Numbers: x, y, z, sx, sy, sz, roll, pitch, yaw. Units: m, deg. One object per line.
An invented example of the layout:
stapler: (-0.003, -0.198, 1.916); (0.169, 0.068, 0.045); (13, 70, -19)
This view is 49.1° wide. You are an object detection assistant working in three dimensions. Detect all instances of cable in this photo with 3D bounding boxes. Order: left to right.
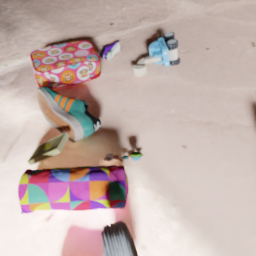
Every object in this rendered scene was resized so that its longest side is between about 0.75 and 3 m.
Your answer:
cable: (-0.072, 2.691, 5.526); (0.562, 1.625, 1.625); (-17, 16, -3)

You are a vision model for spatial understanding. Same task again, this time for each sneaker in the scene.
sneaker: (-2.109, -0.589, 9.710); (1.184, 1.058, 2.964); (-22, 48, -36)
sneaker: (-0.878, -3.667, 13.093); (0.675, 0.472, 1.357); (17, 48, 18)

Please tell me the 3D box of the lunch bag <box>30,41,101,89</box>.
lunch bag: (-2.669, -2.802, 11.754); (2.730, 1.119, 2.405); (-15, 47, -15)

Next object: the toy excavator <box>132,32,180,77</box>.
toy excavator: (1.183, -3.092, 12.279); (2.150, 1.074, 2.091); (-13, 43, 5)

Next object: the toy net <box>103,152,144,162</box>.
toy net: (-0.165, 0.838, 8.596); (1.240, 0.239, 0.650); (-1, 16, 13)

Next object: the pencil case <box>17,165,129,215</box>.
pencil case: (-1.398, 1.603, 7.313); (2.830, 1.251, 1.251); (-2, 45, -2)

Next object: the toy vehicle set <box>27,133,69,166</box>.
toy vehicle set: (-2.331, 0.616, 8.189); (1.235, 0.164, 0.767); (-23, 28, 27)
